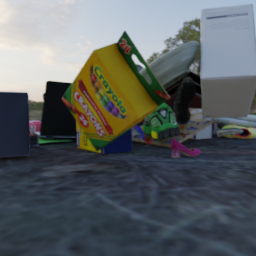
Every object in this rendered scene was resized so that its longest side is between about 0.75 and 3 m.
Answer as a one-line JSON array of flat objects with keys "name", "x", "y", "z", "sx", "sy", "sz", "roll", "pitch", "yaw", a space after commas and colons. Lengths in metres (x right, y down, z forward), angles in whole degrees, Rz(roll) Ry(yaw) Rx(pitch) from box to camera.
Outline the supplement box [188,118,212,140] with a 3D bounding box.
[{"name": "supplement box", "x": 2.202, "y": -0.096, "z": 10.911, "sx": 0.982, "sy": 0.961, "sz": 1.900, "roll": -1, "pitch": 2, "yaw": -36}]

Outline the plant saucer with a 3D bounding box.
[{"name": "plant saucer", "x": 1.076, "y": -1.516, "z": 7.941, "sx": 2.343, "sy": 0.588, "sz": 2.343, "roll": -31, "pitch": -3, "yaw": -2}]

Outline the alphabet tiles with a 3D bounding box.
[{"name": "alphabet tiles", "x": 1.519, "y": -0.112, "z": 9.127, "sx": 2.829, "sy": 0.107, "sz": 2.364, "roll": -27, "pitch": 20, "yaw": -32}]

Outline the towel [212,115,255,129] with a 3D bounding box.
[{"name": "towel", "x": 4.241, "y": -0.415, "z": 11.491, "sx": 2.213, "sy": 0.533, "sz": 1.894, "roll": 12, "pitch": 3, "yaw": 25}]

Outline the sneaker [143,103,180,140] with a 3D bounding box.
[{"name": "sneaker", "x": 0.920, "y": -0.327, "z": 8.137, "sx": 0.940, "sy": 1.027, "sz": 2.410, "roll": -13, "pitch": 5, "yaw": -5}]

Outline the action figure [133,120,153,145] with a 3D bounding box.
[{"name": "action figure", "x": 0.346, "y": -0.092, "z": 7.839, "sx": 1.121, "sy": 0.555, "sz": 0.366, "roll": 41, "pitch": 14, "yaw": -16}]

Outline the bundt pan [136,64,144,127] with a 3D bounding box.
[{"name": "bundt pan", "x": 0.416, "y": -1.289, "z": 11.118, "sx": 1.046, "sy": 2.786, "sz": 2.786, "roll": -28, "pitch": 14, "yaw": -21}]

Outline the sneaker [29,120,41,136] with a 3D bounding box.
[{"name": "sneaker", "x": -3.997, "y": 0.160, "z": 10.747, "sx": 1.884, "sy": 0.694, "sz": 0.817, "roll": -6, "pitch": 18, "yaw": -24}]

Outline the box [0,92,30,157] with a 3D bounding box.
[{"name": "box", "x": -3.418, "y": -0.087, "z": 6.079, "sx": 2.232, "sy": 1.376, "sz": 2.214, "roll": -2, "pitch": 3, "yaw": -25}]

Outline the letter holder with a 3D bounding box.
[{"name": "letter holder", "x": 1.859, "y": -1.231, "z": 12.634, "sx": 2.046, "sy": 1.448, "sz": 2.879, "roll": 16, "pitch": -39, "yaw": -39}]

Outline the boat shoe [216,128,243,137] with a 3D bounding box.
[{"name": "boat shoe", "x": 3.658, "y": 0.173, "z": 10.093, "sx": 0.919, "sy": 0.295, "sz": 0.339, "roll": -5, "pitch": 8, "yaw": 28}]

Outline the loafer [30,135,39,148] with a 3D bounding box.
[{"name": "loafer", "x": -3.012, "y": 0.355, "z": 7.753, "sx": 1.131, "sy": 0.356, "sz": 0.407, "roll": 0, "pitch": 3, "yaw": 5}]

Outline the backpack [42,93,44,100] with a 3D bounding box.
[{"name": "backpack", "x": -2.088, "y": -0.802, "z": 12.552, "sx": 2.854, "sy": 2.148, "sz": 2.533, "roll": -12, "pitch": 2, "yaw": 5}]

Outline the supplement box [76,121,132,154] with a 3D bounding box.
[{"name": "supplement box", "x": -0.648, "y": 0.149, "z": 7.088, "sx": 0.813, "sy": 0.818, "sz": 1.493, "roll": -3, "pitch": 4, "yaw": -34}]

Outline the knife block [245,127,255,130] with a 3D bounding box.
[{"name": "knife block", "x": 6.698, "y": -0.118, "z": 14.709, "sx": 2.078, "sy": 0.665, "sz": 1.824, "roll": -3, "pitch": 3, "yaw": -42}]

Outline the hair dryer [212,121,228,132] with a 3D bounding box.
[{"name": "hair dryer", "x": 3.115, "y": 0.017, "z": 13.194, "sx": 2.885, "sy": 0.784, "sz": 2.197, "roll": 12, "pitch": -13, "yaw": -40}]

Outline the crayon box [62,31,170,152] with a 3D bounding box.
[{"name": "crayon box", "x": -0.340, "y": -0.514, "z": 4.852, "sx": 0.515, "sy": 1.288, "sz": 2.030, "roll": -32, "pitch": -4, "yaw": -37}]

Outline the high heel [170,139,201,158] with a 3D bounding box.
[{"name": "high heel", "x": 1.256, "y": 0.416, "z": 6.055, "sx": 0.823, "sy": 0.395, "sz": 0.277, "roll": -1, "pitch": 3, "yaw": -25}]

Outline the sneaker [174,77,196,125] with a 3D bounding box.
[{"name": "sneaker", "x": 1.587, "y": -0.845, "z": 8.376, "sx": 0.592, "sy": 1.570, "sz": 0.622, "roll": -5, "pitch": 37, "yaw": -9}]

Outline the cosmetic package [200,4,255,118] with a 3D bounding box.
[{"name": "cosmetic package", "x": 2.765, "y": -1.748, "z": 7.942, "sx": 1.394, "sy": 2.268, "sz": 2.260, "roll": 1, "pitch": -23, "yaw": 16}]

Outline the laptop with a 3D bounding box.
[{"name": "laptop", "x": -1.625, "y": -0.474, "z": 9.648, "sx": 2.802, "sy": 1.734, "sz": 2.992, "roll": 2, "pitch": 1, "yaw": -24}]

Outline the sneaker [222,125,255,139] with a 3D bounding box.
[{"name": "sneaker", "x": 4.040, "y": 0.140, "z": 10.416, "sx": 1.319, "sy": 0.515, "sz": 0.596, "roll": 2, "pitch": 1, "yaw": 38}]

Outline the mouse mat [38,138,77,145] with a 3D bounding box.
[{"name": "mouse mat", "x": -2.719, "y": 0.407, "z": 9.291, "sx": 1.836, "sy": 0.086, "sz": 2.282, "roll": 4, "pitch": 2, "yaw": 41}]
